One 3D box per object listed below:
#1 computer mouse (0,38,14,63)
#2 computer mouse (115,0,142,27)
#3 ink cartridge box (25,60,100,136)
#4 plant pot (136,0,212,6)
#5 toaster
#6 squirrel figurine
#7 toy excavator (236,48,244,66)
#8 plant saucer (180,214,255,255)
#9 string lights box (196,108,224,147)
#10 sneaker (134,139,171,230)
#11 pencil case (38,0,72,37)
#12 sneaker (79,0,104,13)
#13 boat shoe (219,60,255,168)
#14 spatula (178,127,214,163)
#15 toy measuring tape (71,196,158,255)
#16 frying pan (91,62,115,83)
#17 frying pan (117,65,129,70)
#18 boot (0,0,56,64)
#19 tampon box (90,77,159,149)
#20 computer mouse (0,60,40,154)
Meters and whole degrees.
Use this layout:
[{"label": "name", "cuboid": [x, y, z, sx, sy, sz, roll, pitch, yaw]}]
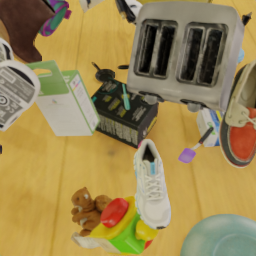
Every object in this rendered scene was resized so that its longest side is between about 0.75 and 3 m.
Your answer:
[{"label": "computer mouse", "cuboid": [-2.705, -1.521, 6.279, 0.687, 1.253, 0.275, 30, 54, 22]}, {"label": "computer mouse", "cuboid": [0.096, -2.337, 5.489, 0.326, 1.486, 0.815, -28, 89, 20]}, {"label": "ink cartridge box", "cuboid": [-1.397, -0.670, 5.847, 0.975, 1.877, 0.557, -1, 43, 23]}, {"label": "plant pot", "cuboid": [1.404, -4.048, 7.989, 2.083, 2.934, 2.934, 23, 55, 8]}, {"label": "toaster", "cuboid": [1.128, -1.376, 5.339, 1.855, 2.052, 1.217, 15, 10, 23]}, {"label": "squirrel figurine", "cuboid": [-0.676, 1.501, 5.319, 0.848, 0.600, 0.792, -13, 98, -5]}, {"label": "toy excavator", "cuboid": [3.329, -3.098, 9.879, 1.774, 1.825, 0.911, 30, 57, 21]}, {"label": "plant saucer", "cuboid": [2.425, 3.013, 5.970, 2.598, 0.500, 2.598, 0, 53, 0]}, {"label": "string lights box", "cuboid": [3.192, -0.082, 8.290, 2.060, 0.607, 1.059, -5, 52, -4]}, {"label": "sneaker", "cuboid": [0.258, 0.619, 3.287, 0.405, 0.468, 1.081, -7, 57, -6]}, {"label": "pencil case", "cuboid": [-3.176, -3.960, 7.944, 2.990, 1.272, 1.382, 37, 35, -7]}, {"label": "sneaker", "cuboid": [-0.964, -4.086, 8.169, 1.178, 1.118, 2.926, -23, 30, 1]}, {"label": "boat shoe", "cuboid": [2.528, -0.337, 5.970, 0.841, 0.739, 2.363, 16, 72, -1]}, {"label": "spatula", "cuboid": [1.438, 0.357, 5.816, 0.296, 1.047, 0.108, 26, 35, -14]}, {"label": "toy measuring tape", "cuboid": [-0.216, 1.529, 4.440, 0.828, 2.250, 0.828, 12, 66, -29]}, {"label": "frying pan", "cuboid": [-1.006, -1.931, 10.011, 1.182, 0.192, 0.715, 25, 55, 20]}, {"label": "frying pan", "cuboid": [0.356, -1.780, 7.696, 1.010, 0.272, 1.669, -34, 36, -4]}, {"label": "boot", "cuboid": [-2.446, -2.477, 7.078, 1.578, 1.898, 0.687, -19, 49, 22]}, {"label": "tampon box", "cuboid": [-0.148, -0.443, 8.267, 1.729, 1.092, 1.296, 25, 56, 18]}, {"label": "computer mouse", "cuboid": [-2.516, -0.392, 5.403, 2.487, 1.364, 0.546, -37, 26, 25]}]
